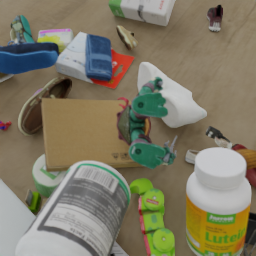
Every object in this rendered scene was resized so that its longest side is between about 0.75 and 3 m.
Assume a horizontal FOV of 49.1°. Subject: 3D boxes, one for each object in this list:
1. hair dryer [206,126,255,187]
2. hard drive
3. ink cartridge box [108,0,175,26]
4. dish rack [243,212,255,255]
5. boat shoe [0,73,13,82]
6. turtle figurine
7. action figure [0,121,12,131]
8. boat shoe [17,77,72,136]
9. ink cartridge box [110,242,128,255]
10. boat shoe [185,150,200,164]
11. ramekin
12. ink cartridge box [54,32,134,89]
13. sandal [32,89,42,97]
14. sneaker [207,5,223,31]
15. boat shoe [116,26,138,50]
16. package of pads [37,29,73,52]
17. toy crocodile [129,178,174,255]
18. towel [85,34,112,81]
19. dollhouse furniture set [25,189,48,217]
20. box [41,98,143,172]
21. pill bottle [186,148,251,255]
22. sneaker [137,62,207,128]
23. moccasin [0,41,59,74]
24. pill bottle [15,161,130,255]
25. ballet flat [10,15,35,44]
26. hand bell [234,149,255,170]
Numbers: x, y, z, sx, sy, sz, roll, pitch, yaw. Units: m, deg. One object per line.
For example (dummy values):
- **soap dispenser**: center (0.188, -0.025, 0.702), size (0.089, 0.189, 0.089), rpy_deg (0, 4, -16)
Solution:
- **hair dryer**: center (2.642, 0.981, 7.071), size (2.026, 0.550, 1.543), rpy_deg (28, 51, -3)
- **hard drive**: center (-2.792, 1.739, 5.468), size (1.989, 0.261, 1.311), rpy_deg (46, 59, 2)
- **ink cartridge box**: center (0.662, -5.290, 11.239), size (2.398, 1.011, 1.752), rpy_deg (18, 88, 13)
- **dish rack**: center (3.225, 2.720, 5.108), size (2.033, 0.723, 2.650), rpy_deg (12, 16, 9)
- **boat shoe**: center (-4.899, -1.385, 8.807), size (2.848, 1.052, 1.214), rpy_deg (-32, 60, -34)
- **turtle figurine**: center (0.435, -0.060, 6.784), size (1.479, 2.937, 2.199), rpy_deg (-14, 94, 5)
- **action figure**: center (-3.766, -0.047, 7.916), size (0.356, 0.539, 1.090), rpy_deg (53, 39, 6)
- **boat shoe**: center (-2.372, -0.738, 8.195), size (0.814, 0.813, 2.202), rpy_deg (-8, 46, 42)
- **ink cartridge box**: center (-0.494, 2.695, 6.155), size (1.130, 0.250, 0.531), rpy_deg (39, 61, 25)
- **boat shoe**: center (2.058, 0.793, 7.462), size (1.015, 0.354, 0.360), rpy_deg (13, 30, 11)
- **ramekin**: center (-1.862, 1.143, 7.119), size (1.132, 0.553, 1.132), rpy_deg (0, 54, 0)
- **ink cartridge box**: center (-1.139, -2.407, 9.826), size (2.250, 0.532, 1.801), rpy_deg (19, 56, 15)
- **sandal**: center (-2.900, -0.886, 8.834), size (0.447, 0.270, 1.098), rpy_deg (13, 54, 10)
- **sneaker**: center (3.582, -4.660, 11.290), size (0.572, 0.873, 1.512), rpy_deg (3, 53, 2)
- **boat shoe**: center (-0.011, -3.393, 10.382), size (0.495, 0.466, 1.301), rpy_deg (-27, 61, -2)
- **package of pads**: center (-2.718, -3.256, 10.501), size (1.281, 0.437, 0.990), rpy_deg (-6, 52, -3)
- **toy crocodile**: center (0.557, 2.183, 6.202), size (0.730, 0.798, 2.365), rpy_deg (-12, 53, -1)
- **towel**: center (-0.998, -2.398, 9.501), size (0.933, 0.406, 1.672), rpy_deg (4, 65, -19)
- **dollhouse furniture set**: center (-1.649, 1.895, 6.453), size (1.445, 0.725, 0.946), rpy_deg (3, 53, 1)
- **box**: center (-0.910, 0.103, 7.569), size (2.661, 0.283, 2.176), rpy_deg (0, 53, -22)
- **pill bottle**: center (1.789, 1.542, 5.653), size (1.206, 2.172, 1.206), rpy_deg (-5, 29, 3)
- **sneaker**: center (1.257, -1.050, 8.509), size (1.258, 1.069, 2.842), rpy_deg (-9, 45, -24)
- **moccasin**: center (-3.234, -2.196, 8.696), size (2.352, 0.946, 0.802), rpy_deg (1, 49, 6)
- **pill bottle**: center (-1.024, 2.004, 5.147), size (1.542, 1.542, 2.727), rpy_deg (14, 36, 10)
- **ballet flat**: center (-3.941, -3.280, 10.440), size (0.864, 0.864, 2.328), rpy_deg (-16, 53, -12)
- **hand bell**: center (3.244, 0.656, 6.448), size (2.752, 1.433, 1.433), rpy_deg (-1, 51, -24)
